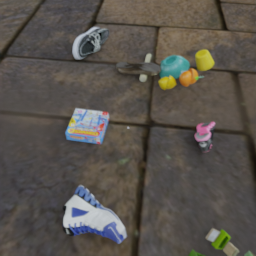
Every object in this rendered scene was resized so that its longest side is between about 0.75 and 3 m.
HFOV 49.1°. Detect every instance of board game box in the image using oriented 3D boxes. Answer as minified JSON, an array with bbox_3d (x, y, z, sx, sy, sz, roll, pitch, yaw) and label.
[{"bbox_3d":[-1.308,-0.068,9.127,1.153,0.322,1.129,7,48,6],"label":"board game box"}]

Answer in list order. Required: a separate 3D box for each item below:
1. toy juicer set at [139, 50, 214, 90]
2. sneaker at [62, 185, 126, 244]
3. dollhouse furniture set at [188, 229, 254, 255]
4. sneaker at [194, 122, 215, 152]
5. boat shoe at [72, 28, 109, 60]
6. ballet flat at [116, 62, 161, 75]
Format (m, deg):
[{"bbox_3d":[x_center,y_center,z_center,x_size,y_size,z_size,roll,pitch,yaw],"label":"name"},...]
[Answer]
[{"bbox_3d":[1.578,-2.057,10.675,2.977,0.810,1.894,10,56,40],"label":"toy juicer set"},{"bbox_3d":[-0.969,2.323,6.808,1.839,0.743,1.062,31,59,33],"label":"sneaker"},{"bbox_3d":[2.087,2.823,5.727,0.904,0.693,1.380,-56,32,2],"label":"dollhouse furniture set"},{"bbox_3d":[2.437,0.286,8.727,0.560,0.676,1.418,-11,18,31],"label":"sneaker"},{"bbox_3d":[-1.513,-3.626,11.962,0.787,0.851,2.305,7,38,25],"label":"boat shoe"},{"bbox_3d":[0.391,-2.255,10.901,1.796,0.416,0.605,6,44,15],"label":"ballet flat"}]
